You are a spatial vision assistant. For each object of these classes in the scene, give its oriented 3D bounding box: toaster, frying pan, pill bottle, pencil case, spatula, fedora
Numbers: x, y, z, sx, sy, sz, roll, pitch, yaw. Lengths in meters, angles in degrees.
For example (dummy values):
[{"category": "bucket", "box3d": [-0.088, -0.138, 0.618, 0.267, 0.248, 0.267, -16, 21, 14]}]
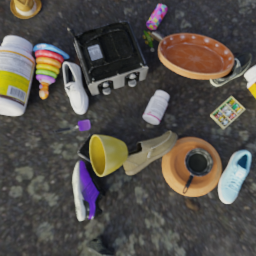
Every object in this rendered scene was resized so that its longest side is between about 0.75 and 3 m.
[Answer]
[{"category": "toaster", "box3d": [-1.235, 0.855, 10.450, 0.993, 0.589, 0.898, 30, 76, 8]}, {"category": "frying pan", "box3d": [2.501, 1.576, 10.039, 1.029, 0.277, 1.702, 7, 76, 1]}, {"category": "pill bottle", "box3d": [1.111, -0.797, 10.884, 0.684, 0.684, 1.207, 24, 75, 7]}, {"category": "toaster", "box3d": [-0.758, -2.764, 11.016, 2.376, 1.559, 2.628, -19, 74, -5]}, {"category": "pill bottle", "box3d": [-4.523, -2.008, 10.791, 1.554, 1.554, 2.844, 6, 73, 2]}, {"category": "pill bottle", "box3d": [5.426, -1.490, 10.889, 1.077, 1.077, 1.972, -28, 75, -8]}, {"category": "pencil case", "box3d": [1.245, -4.812, 12.158, 0.532, 0.532, 1.203, 27, 73, 8]}, {"category": "spatula", "box3d": [-2.182, 0.017, 10.922, 1.411, 0.145, 0.399, -13, 82, 0]}, {"category": "fedora", "box3d": [-4.588, -5.556, 12.351, 1.454, 0.593, 1.454, 0, 74, 0]}]

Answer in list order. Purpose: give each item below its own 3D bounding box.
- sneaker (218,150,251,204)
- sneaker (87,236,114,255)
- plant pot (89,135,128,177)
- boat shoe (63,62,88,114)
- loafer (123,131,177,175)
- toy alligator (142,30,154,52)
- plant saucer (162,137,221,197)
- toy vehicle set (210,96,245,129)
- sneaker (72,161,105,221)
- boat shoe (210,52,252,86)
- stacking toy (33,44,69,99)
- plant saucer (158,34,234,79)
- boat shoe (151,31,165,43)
[{"category": "sneaker", "box3d": [3.843, 1.702, 10.064, 0.763, 0.846, 2.064, 20, 74, 7]}, {"category": "sneaker", "box3d": [-0.890, 4.082, 9.610, 0.949, 0.363, 0.544, 18, 81, 11]}, {"category": "plant pot", "box3d": [-0.610, 0.889, 9.616, 0.992, 1.397, 1.397, -6, 72, -29]}, {"category": "boat shoe", "box3d": [-2.171, -1.555, 10.957, 0.775, 0.688, 2.106, -23, 76, 25]}, {"category": "loafer", "box3d": [0.767, 0.781, 10.213, 2.370, 0.901, 0.799, -36, 103, -12]}, {"category": "toy alligator", "box3d": [0.885, -3.537, 11.461, 0.323, 0.976, 0.234, -37, 34, -3]}, {"category": "plant saucer", "box3d": [2.382, 1.395, 10.385, 2.227, 0.417, 2.227, 0, 74, 0]}, {"category": "toy vehicle set", "box3d": [3.939, -0.609, 11.108, 1.203, 0.159, 0.748, -41, 78, -11]}, {"category": "sneaker", "box3d": [-1.368, 2.200, 10.010, 1.061, 0.742, 2.134, 0, 60, -22]}, {"category": "boat shoe", "box3d": [4.297, -2.461, 11.390, 2.080, 0.703, 0.747, -35, 75, -11]}, {"category": "stacking toy", "box3d": [-3.223, -2.145, 11.073, 1.187, 1.122, 2.045, 5, 83, 31]}, {"category": "plant saucer", "box3d": [2.625, -2.800, 11.031, 2.952, 0.476, 2.952, 3, 46, -3]}, {"category": "boat shoe", "box3d": [1.426, -3.830, 11.971, 0.978, 0.352, 0.317, 39, 82, 17]}]
